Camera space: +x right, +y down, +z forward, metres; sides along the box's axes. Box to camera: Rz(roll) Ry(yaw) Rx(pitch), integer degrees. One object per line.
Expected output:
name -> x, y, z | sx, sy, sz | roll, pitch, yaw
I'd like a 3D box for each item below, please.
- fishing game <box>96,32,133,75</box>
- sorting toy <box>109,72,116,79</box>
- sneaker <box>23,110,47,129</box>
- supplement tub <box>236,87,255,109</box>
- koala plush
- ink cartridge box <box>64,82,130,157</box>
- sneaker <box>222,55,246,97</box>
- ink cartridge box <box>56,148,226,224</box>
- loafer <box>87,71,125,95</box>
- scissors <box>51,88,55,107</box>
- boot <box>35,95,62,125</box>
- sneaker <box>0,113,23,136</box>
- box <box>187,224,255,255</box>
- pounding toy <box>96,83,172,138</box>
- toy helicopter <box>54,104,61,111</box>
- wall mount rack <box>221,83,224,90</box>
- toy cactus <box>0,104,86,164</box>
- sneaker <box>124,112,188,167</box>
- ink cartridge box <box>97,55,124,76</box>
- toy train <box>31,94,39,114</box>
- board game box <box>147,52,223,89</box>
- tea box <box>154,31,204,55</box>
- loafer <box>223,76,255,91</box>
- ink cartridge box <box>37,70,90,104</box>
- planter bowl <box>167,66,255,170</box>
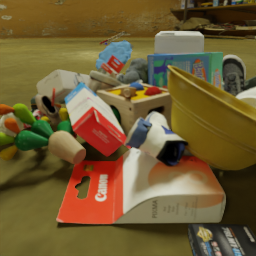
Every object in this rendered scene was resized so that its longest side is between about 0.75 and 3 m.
fishing game -> -0.650, -3.433, 13.670 | 2.054, 0.446, 2.869 | -20, 54, 22
sorting toy -> -0.547, -1.520, 10.868 | 0.164, 1.114, 0.823 | -11, -3, -23
sneaker -> -2.599, -0.281, 8.154 | 0.591, 0.374, 1.050 | -6, 23, 33
supplement tub -> 3.320, -0.359, 7.054 | 1.325, 1.325, 1.827 | 17, 24, 36
koala plush -> 0.225, -2.014, 11.300 | 1.280, 1.326, 1.443 | 23, 40, 19
ink cartridge box -> -0.743, -0.135, 6.433 | 0.651, 1.126, 1.937 | -42, 35, 9
sneaker -> 3.084, -1.168, 8.235 | 0.685, 1.815, 1.033 | 0, 43, 30
ink cartridge box -> 0.169, 0.840, 5.150 | 2.570, 0.644, 2.085 | 2, 21, -2
loafer -> -0.372, -1.075, 9.214 | 0.996, 0.871, 2.770 | 26, 6, 35
scissors -> -1.911, -0.883, 7.249 | 0.084, 0.439, 1.199 | 3, 18, -13
boot -> -2.260, -0.633, 7.819 | 0.460, 0.958, 1.311 | -41, 76, -16
sneaker -> -2.977, 0.054, 6.732 | 0.624, 0.531, 1.411 | -44, 5, -37
box -> 1.307, 1.634, 3.681 | 0.879, 0.220, 0.886 | -1, 22, 0
pounding toy -> 0.154, -0.639, 7.681 | 2.104, 1.496, 1.937 | -17, 27, -37
toy helicopter -> -2.246, -0.575, 9.005 | 0.634, 0.378, 0.959 | 13, 4, 24
wall mount rack -> 3.341, -1.559, 10.225 | 0.503, 1.173, 1.350 | -21, 45, -34
toy cactus -> -1.763, 0.238, 5.939 | 1.927, 1.194, 2.335 | 29, 15, 27
sneaker -> 0.579, 0.256, 5.067 | 0.939, 0.657, 1.626 | 34, 16, 9
ink cartridge box -> -0.871, -2.336, 11.874 | 0.753, 1.383, 0.348 | 42, 20, 11
toy train -> -2.937, -0.814, 9.331 | 0.456, 0.610, 1.071 | 1, 22, -1
board game box -> 1.544, -1.235, 8.066 | 0.527, 1.781, 2.342 | -14, 19, -37
tea box -> 1.886, -2.342, 10.663 | 1.663, 2.448, 2.488 | 5, 23, 10
loafer -> 4.168, -1.243, 9.656 | 2.702, 0.971, 0.850 | -13, 5, 1
ink cartridge box -> -1.945, -1.274, 9.144 | 1.162, 0.681, 1.586 | -23, -11, 35
planter bowl -> 1.697, -0.022, 5.289 | 2.782, 1.159, 2.782 | 26, 18, -9
